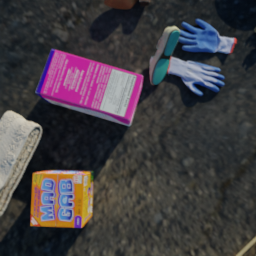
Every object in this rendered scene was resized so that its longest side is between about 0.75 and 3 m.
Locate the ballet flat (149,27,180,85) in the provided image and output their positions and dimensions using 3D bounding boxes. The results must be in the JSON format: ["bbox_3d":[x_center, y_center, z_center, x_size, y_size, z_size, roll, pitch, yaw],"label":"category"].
[{"bbox_3d":[1.087,-2.356,9.110,0.668,0.668,1.922,25,112,3],"label":"ballet flat"}]

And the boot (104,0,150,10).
[{"bbox_3d":[0.069,-4.776,9.548,1.749,0.614,1.279,1,77,-1],"label":"boot"}]

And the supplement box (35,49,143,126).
[{"bbox_3d":[-1.090,-1.158,8.666,2.839,1.437,1.467,18,84,2],"label":"supplement box"}]

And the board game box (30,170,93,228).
[{"bbox_3d":[-1.881,2.024,8.277,1.440,1.441,1.440,1,85,4],"label":"board game box"}]

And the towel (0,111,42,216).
[{"bbox_3d":[-3.576,0.990,7.799,1.924,0.500,2.903,21,84,41],"label":"towel"}]

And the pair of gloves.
[{"bbox_3d":[2.432,-2.354,9.390,2.024,0.287,2.517,18,83,2],"label":"pair of gloves"}]

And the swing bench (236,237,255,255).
[{"bbox_3d":[4.352,4.407,8.135,2.155,1.405,2.166,-40,90,-5],"label":"swing bench"}]

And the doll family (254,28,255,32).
[{"bbox_3d":[5.092,-3.118,9.331,0.956,0.649,1.653,-37,90,-8],"label":"doll family"}]
